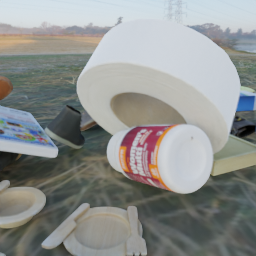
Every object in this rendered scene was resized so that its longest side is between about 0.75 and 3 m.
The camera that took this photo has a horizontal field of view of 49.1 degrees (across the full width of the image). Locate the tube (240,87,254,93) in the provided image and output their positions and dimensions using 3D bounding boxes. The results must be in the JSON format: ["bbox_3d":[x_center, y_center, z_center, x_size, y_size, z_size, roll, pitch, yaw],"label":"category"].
[{"bbox_3d":[4.651,-1.492,11.546,0.500,0.558,1.925,-42,-12,35],"label":"tube"}]

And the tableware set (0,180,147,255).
[{"bbox_3d":[-1.115,1.303,3.029,2.585,0.300,2.159,4,18,12],"label":"tableware set"}]

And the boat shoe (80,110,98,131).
[{"bbox_3d":[-0.543,-0.387,7.527,1.750,0.628,0.663,-32,34,-12],"label":"boat shoe"}]

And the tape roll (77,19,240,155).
[{"bbox_3d":[0.472,-0.497,4.796,2.619,2.619,0.916,10,61,28],"label":"tape roll"}]

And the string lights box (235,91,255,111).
[{"bbox_3d":[3.432,-0.914,9.535,1.779,0.525,0.914,-4,18,-13],"label":"string lights box"}]

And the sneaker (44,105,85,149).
[{"bbox_3d":[-1.077,0.000,5.676,0.475,0.674,1.269,39,2,18],"label":"sneaker"}]

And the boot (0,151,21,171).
[{"bbox_3d":[-3.210,0.332,4.552,2.600,1.007,1.798,2,15,-8],"label":"boot"}]

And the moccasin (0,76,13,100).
[{"bbox_3d":[-4.442,-0.825,8.052,2.255,0.825,0.870,-21,32,-14],"label":"moccasin"}]

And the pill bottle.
[{"bbox_3d":[0.381,0.414,4.331,0.920,0.920,1.679,-11,5,-31],"label":"pill bottle"}]

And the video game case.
[{"bbox_3d":[-2.221,-0.043,5.008,1.409,0.177,1.967,14,12,-37],"label":"video game case"}]

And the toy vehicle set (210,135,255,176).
[{"bbox_3d":[1.635,0.341,6.038,1.304,0.278,2.098,-8,20,-24],"label":"toy vehicle set"}]

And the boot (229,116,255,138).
[{"bbox_3d":[2.307,-0.138,7.170,1.644,0.569,1.432,-13,29,-18],"label":"boot"}]
